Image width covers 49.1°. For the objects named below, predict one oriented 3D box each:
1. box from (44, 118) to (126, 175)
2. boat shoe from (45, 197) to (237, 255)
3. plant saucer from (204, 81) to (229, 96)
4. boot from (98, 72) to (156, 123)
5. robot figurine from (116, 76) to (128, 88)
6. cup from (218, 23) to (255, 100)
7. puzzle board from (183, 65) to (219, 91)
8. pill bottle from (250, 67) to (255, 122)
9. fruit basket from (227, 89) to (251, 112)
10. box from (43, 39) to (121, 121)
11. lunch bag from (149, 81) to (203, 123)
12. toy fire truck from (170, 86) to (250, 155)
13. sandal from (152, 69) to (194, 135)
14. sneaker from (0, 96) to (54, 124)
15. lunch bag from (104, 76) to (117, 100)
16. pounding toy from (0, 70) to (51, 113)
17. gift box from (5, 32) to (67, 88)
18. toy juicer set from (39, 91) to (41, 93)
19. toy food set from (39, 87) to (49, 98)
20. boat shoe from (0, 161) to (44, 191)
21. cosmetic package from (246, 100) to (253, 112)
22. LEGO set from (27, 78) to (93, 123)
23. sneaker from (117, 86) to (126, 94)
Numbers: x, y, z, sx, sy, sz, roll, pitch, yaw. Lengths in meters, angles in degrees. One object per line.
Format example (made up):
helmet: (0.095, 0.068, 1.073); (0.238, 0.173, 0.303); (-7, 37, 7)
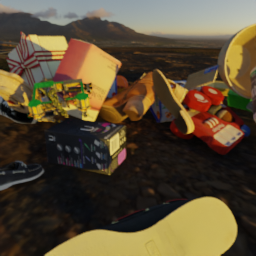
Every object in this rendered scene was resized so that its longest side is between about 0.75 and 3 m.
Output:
box: (-1.111, 0.435, 7.534); (1.878, 0.996, 1.148); (7, 21, 21)
boat shoe: (0.068, 1.821, 4.005); (2.969, 1.086, 0.930); (-17, -14, -15)
plant saucer: (5.204, -2.135, 15.341); (1.855, 0.449, 1.855); (14, 24, 31)
boot: (-0.015, -1.199, 10.540); (2.613, 0.963, 2.021); (7, 54, 39)
robot figurine: (-0.701, -2.225, 14.769); (1.246, 1.010, 1.733); (6, 20, 35)
cup: (4.262, -2.368, 10.107); (2.513, 2.513, 1.797); (-3, 13, -8)
puzzle board: (2.534, -1.710, 9.762); (1.228, 0.107, 0.925); (-13, 38, 44)
pill bottle: (4.598, -0.804, 8.797); (1.294, 2.288, 1.294); (3, -18, 1)
fruit basket: (5.419, -1.413, 12.640); (1.605, 1.158, 1.605); (-12, 31, 7)
box: (-1.586, -1.601, 9.736); (1.308, 2.400, 1.535); (28, 5, 41)
lunch bag: (1.894, -1.228, 11.386); (2.068, 1.506, 2.432); (-3, 29, -10)
toy fire truck: (2.769, -0.181, 9.065); (2.114, 1.411, 2.517); (39, 37, 25)
sandal: (1.461, -0.840, 8.173); (0.702, 0.782, 2.133); (-19, 70, -20)
sneaker: (-4.380, -0.804, 10.818); (2.977, 1.097, 1.191); (8, 23, 21)
lunch bag: (-1.665, -1.703, 11.513); (2.453, 1.966, 0.927); (4, -8, -30)
pounding toy: (-3.610, -1.309, 9.616); (1.266, 1.270, 2.214); (8, -23, 30)
gift box: (-4.829, -3.547, 15.084); (2.615, 2.834, 2.647); (-25, 0, 39)
toy juicer set: (-5.168, -1.133, 12.487); (2.550, 0.694, 1.622); (-12, 6, -18)
toy food set: (-3.961, -1.639, 13.550); (1.648, 0.331, 1.138); (-13, -18, -24)
boat shoe: (-2.649, 1.023, 6.487); (0.595, 0.486, 1.612); (3, 10, 35)
cosmetic package: (5.737, -1.318, 10.137); (1.122, 2.487, 1.328); (30, 11, -17)
LEGO set: (-1.934, -0.613, 8.242); (1.965, 1.139, 1.511); (-15, 43, -13)
sneaker: (-0.823, -1.572, 12.928); (1.532, 0.559, 0.591); (-19, 6, -10)
